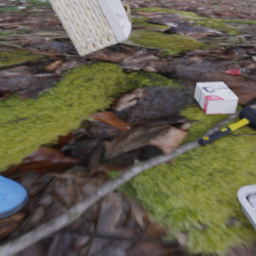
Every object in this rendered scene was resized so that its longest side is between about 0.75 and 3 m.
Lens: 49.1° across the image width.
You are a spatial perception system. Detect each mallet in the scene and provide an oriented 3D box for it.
[{"bbox_3d":[3.047,0.066,8.008,2.376,0.489,0.782,-27,44,-29],"label":"mallet"}]

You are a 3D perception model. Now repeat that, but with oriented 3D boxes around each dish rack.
[{"bbox_3d":[3.353,1.777,4.990,2.331,0.508,2.001,-5,29,-7],"label":"dish rack"}]

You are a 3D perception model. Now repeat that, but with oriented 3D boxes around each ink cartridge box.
[{"bbox_3d":[2.964,-1.040,9.585,0.990,0.576,1.367,-2,32,-4],"label":"ink cartridge box"}]

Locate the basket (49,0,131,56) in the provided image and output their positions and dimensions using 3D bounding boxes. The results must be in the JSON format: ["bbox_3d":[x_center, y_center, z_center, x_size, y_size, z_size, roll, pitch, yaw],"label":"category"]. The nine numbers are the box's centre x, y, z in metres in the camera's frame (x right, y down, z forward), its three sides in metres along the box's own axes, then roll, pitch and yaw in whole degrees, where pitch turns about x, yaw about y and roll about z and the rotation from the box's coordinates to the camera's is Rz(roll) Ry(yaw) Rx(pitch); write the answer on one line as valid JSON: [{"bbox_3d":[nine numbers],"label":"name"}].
[{"bbox_3d":[-0.839,-2.623,5.929,1.137,1.843,1.249,-19,28,17],"label":"basket"}]

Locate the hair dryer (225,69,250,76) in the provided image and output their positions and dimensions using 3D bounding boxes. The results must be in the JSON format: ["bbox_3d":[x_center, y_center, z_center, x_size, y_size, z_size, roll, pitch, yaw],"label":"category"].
[{"bbox_3d":[4.720,-2.446,12.302,0.992,0.269,0.755,-5,14,-15],"label":"hair dryer"}]

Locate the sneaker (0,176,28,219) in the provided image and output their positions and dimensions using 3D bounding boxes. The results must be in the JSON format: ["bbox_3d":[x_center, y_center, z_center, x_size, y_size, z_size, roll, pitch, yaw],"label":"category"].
[{"bbox_3d":[-3.462,1.065,5.650,2.896,1.135,0.955,8,30,11],"label":"sneaker"}]

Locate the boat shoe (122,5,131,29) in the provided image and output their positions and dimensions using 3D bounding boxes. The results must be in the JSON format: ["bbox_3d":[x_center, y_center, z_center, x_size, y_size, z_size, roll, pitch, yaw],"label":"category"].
[{"bbox_3d":[-0.528,-3.783,9.832,1.018,0.921,2.856,8,30,8],"label":"boat shoe"}]
